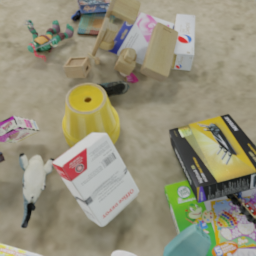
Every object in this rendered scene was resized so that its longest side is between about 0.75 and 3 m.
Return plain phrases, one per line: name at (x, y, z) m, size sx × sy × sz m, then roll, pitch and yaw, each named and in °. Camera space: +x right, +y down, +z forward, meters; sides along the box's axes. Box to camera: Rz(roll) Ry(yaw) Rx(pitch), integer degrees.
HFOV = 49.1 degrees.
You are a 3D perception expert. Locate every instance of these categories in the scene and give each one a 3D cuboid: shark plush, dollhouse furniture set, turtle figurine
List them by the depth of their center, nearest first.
shark plush at (-2.562, 1.674, 7.811) m, size 0.963 × 0.882 × 2.119 m, roll 3°, pitch 56°, yaw -26°
dollhouse furniture set at (0.103, -3.099, 11.037) m, size 2.773 × 2.260 × 2.637 m, roll 21°, pitch 68°, yaw -13°
turtle figurine at (-3.389, -3.656, 11.368) m, size 1.764 × 1.186 × 2.357 m, roll 36°, pitch 47°, yaw 7°

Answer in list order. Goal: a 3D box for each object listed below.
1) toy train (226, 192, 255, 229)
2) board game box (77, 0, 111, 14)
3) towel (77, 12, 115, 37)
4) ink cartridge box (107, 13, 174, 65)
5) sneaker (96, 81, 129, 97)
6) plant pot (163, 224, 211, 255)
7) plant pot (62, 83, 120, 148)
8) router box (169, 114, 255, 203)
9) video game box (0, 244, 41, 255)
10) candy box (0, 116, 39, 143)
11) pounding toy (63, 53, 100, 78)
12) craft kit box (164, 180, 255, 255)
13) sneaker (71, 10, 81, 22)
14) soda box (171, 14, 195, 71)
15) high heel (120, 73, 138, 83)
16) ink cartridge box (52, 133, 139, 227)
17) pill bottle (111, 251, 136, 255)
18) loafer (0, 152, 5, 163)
toy train at (2.972, 2.037, 6.898) m, size 0.376 × 0.280 × 1.640 m, roll -37°, pitch 42°, yaw 1°
board game box at (-1.177, -5.888, 13.051) m, size 2.288 × 0.396 × 1.550 m, roll -8°, pitch 44°, yaw -10°
towel at (-1.413, -4.900, 12.769) m, size 1.506 × 0.223 × 2.054 m, roll 5°, pitch 56°, yaw 4°
ink cartridge box at (0.508, -3.711, 11.516) m, size 2.147 × 0.465 × 2.108 m, roll 24°, pitch 74°, yaw 12°
sneaker at (-0.727, -1.359, 10.231) m, size 1.635 × 0.648 × 0.617 m, roll -4°, pitch 100°, yaw 14°
plant pot at (1.364, 2.723, 6.303) m, size 0.693 × 0.693 × 0.981 m, roll 39°, pitch 99°, yaw 9°
plant pot at (-1.201, -0.367, 8.772) m, size 1.859 × 1.749 × 1.859 m, roll 0°, pitch 56°, yaw 0°
router box at (2.454, 0.742, 7.931) m, size 1.974 × 0.656 × 2.511 m, roll -15°, pitch 36°, yaw -1°
video game box at (-2.715, 4.032, 6.552) m, size 2.339 × 0.548 × 2.131 m, roll 12°, pitch 59°, yaw 8°
candy box at (-3.381, 0.075, 8.345) m, size 0.915 × 1.342 × 0.409 m, roll -26°, pitch 83°, yaw 6°
pounding toy at (-1.649, -2.380, 10.731) m, size 1.252 × 0.573 × 1.100 m, roll 1°, pitch 41°, yaw 14°
craft kit box at (2.574, 2.480, 7.399) m, size 2.627 × 0.637 × 2.595 m, roll -15°, pitch 54°, yaw -1°
sneaker at (-2.325, -5.178, 12.954) m, size 0.298 × 0.268 × 0.765 m, roll 30°, pitch 62°, yaw 5°
soda box at (2.252, -3.531, 11.456) m, size 0.801 × 0.857 × 2.516 m, roll 7°, pitch 56°, yaw 4°
high heel at (0.012, -2.144, 10.865) m, size 0.521 × 0.366 × 1.087 m, roll 0°, pitch 43°, yaw -28°
ink cartridge box at (-0.814, 1.339, 7.455) m, size 1.446 × 2.004 × 0.839 m, roll -38°, pitch 20°, yaw -27°
pill bottle at (-0.218, 3.774, 6.299) m, size 0.943 × 0.943 × 1.703 m, roll 16°, pitch 49°, yaw 10°
loafer at (-4.388, 1.479, 7.945) m, size 2.265 × 0.814 × 0.713 m, roll -30°, pitch 91°, yaw 5°
